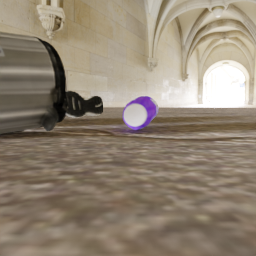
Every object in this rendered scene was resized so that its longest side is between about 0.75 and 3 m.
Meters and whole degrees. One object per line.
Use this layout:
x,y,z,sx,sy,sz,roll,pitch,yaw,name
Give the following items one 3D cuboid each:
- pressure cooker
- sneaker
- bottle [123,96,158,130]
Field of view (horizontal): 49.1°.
-2.724,-1.018,6.541,2.371,2.335,2.655,4,11,40,pressure cooker
-2.167,-0.859,11.533,1.104,1.029,2.785,-9,-5,29,sneaker
0.338,-0.423,7.808,0.967,0.756,2.316,-44,-1,10,bottle
